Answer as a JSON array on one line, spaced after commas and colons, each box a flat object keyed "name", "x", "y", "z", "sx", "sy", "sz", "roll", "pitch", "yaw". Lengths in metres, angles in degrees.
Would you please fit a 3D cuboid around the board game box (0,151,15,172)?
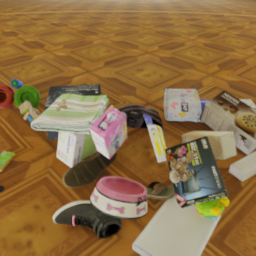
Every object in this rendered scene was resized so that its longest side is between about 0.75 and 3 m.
[{"name": "board game box", "x": -5.227, "y": 1.405, "z": 11.568, "sx": 0.548, "sy": 0.172, "sz": 1.147, "roll": 7, "pitch": 34, "yaw": 11}]

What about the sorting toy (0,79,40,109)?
[{"name": "sorting toy", "x": -6.012, "y": -1.758, "z": 15.206, "sx": 2.682, "sy": 1.612, "sz": 1.101, "roll": 6, "pitch": 1, "yaw": -4}]

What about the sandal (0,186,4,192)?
[{"name": "sandal", "x": -5.081, "y": 2.202, "z": 10.395, "sx": 0.918, "sy": 0.220, "sz": 0.345, "roll": 0, "pitch": 36, "yaw": 0}]

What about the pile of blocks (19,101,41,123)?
[{"name": "pile of blocks", "x": -4.756, "y": -0.602, "z": 14.158, "sx": 1.911, "sy": 0.784, "sz": 0.594, "roll": 38, "pitch": 7, "yaw": 29}]

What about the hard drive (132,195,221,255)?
[{"name": "hard drive", "x": 1.612, "y": 3.217, "z": 8.857, "sx": 1.765, "sy": 0.357, "sz": 2.676, "roll": 22, "pitch": 41, "yaw": 28}]

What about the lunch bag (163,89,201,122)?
[{"name": "lunch bag", "x": 2.724, "y": -1.087, "z": 14.119, "sx": 1.717, "sy": 1.287, "sz": 2.025, "roll": 2, "pitch": 41, "yaw": 1}]

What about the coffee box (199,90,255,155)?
[{"name": "coffee box", "x": 4.804, "y": -0.301, "z": 12.544, "sx": 1.544, "sy": 1.090, "sz": 2.731, "roll": -33, "pitch": 59, "yaw": -26}]

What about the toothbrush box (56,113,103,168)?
[{"name": "toothbrush box", "x": -1.732, "y": 0.391, "z": 11.306, "sx": 0.927, "sy": 1.568, "sz": 2.153, "roll": 30, "pitch": 36, "yaw": 22}]

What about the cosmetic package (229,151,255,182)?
[{"name": "cosmetic package", "x": 4.871, "y": 1.506, "z": 11.195, "sx": 1.645, "sy": 0.417, "sz": 0.679, "roll": -20, "pitch": 40, "yaw": -26}]

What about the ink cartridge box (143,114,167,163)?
[{"name": "ink cartridge box", "x": 1.132, "y": 0.353, "z": 10.719, "sx": 0.428, "sy": 1.820, "sz": 1.798, "roll": -15, "pitch": -5, "yaw": 12}]

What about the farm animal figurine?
[{"name": "farm animal figurine", "x": 1.499, "y": 1.064, "z": 7.968, "sx": 1.046, "sy": 0.545, "sz": 1.034, "roll": 1, "pitch": 60, "yaw": -26}]

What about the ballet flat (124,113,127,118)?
[{"name": "ballet flat", "x": -0.332, "y": -0.372, "z": 10.090, "sx": 0.358, "sy": 0.388, "sz": 1.149, "roll": -25, "pitch": 0, "yaw": -10}]

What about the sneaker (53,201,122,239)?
[{"name": "sneaker", "x": -1.222, "y": 2.945, "z": 8.843, "sx": 2.250, "sy": 0.795, "sz": 1.116, "roll": -4, "pitch": 30, "yaw": -13}]

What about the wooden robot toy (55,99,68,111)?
[{"name": "wooden robot toy", "x": -2.301, "y": -0.733, "z": 9.938, "sx": 0.342, "sy": 0.332, "sz": 0.754, "roll": 24, "pitch": 27, "yaw": -4}]

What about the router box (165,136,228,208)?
[{"name": "router box", "x": 2.129, "y": 1.399, "z": 8.979, "sx": 1.496, "sy": 0.620, "sz": 1.996, "roll": -19, "pitch": 53, "yaw": 14}]

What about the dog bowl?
[{"name": "dog bowl", "x": -0.190, "y": 1.754, "z": 7.310, "sx": 1.536, "sy": 0.566, "sz": 1.536, "roll": 11, "pitch": 9, "yaw": -2}]

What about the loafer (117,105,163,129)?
[{"name": "loafer", "x": 0.584, "y": -0.396, "z": 12.739, "sx": 2.885, "sy": 1.037, "sz": 0.908, "roll": 1, "pitch": 46, "yaw": -46}]

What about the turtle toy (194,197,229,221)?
[{"name": "turtle toy", "x": 2.726, "y": 2.470, "z": 8.995, "sx": 1.342, "sy": 0.678, "sz": 0.978, "roll": -28, "pitch": 31, "yaw": -35}]

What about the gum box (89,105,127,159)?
[{"name": "gum box", "x": -0.611, "y": 0.170, "z": 9.423, "sx": 0.626, "sy": 1.893, "sz": 1.074, "roll": 34, "pitch": 69, "yaw": 17}]

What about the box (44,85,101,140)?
[{"name": "box", "x": -2.522, "y": -0.823, "z": 13.513, "sx": 2.573, "sy": 1.536, "sz": 2.616, "roll": -4, "pitch": 37, "yaw": -5}]

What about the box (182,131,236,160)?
[{"name": "box", "x": 3.172, "y": 0.656, "z": 11.151, "sx": 0.785, "sy": 0.959, "sz": 2.019, "roll": -14, "pitch": 6, "yaw": -33}]

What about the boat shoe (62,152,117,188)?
[{"name": "boat shoe", "x": -1.498, "y": 1.574, "z": 10.685, "sx": 2.439, "sy": 0.877, "sz": 0.829, "roll": -27, "pitch": 2, "yaw": -38}]

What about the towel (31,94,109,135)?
[{"name": "towel", "x": -2.046, "y": -0.685, "z": 10.534, "sx": 2.200, "sy": 0.453, "sz": 2.949, "roll": 4, "pitch": 28, "yaw": 6}]

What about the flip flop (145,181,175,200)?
[{"name": "flip flop", "x": 0.895, "y": 2.107, "z": 9.713, "sx": 1.720, "sy": 0.495, "sz": 0.698, "roll": 5, "pitch": 16, "yaw": -14}]

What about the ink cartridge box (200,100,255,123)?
[{"name": "ink cartridge box", "x": 5.045, "y": -0.876, "z": 14.343, "sx": 2.869, "sy": 0.634, "sz": 1.349, "roll": 0, "pitch": 34, "yaw": 0}]
